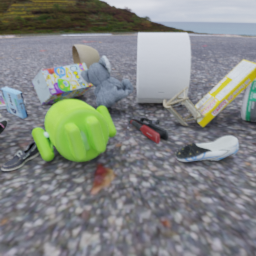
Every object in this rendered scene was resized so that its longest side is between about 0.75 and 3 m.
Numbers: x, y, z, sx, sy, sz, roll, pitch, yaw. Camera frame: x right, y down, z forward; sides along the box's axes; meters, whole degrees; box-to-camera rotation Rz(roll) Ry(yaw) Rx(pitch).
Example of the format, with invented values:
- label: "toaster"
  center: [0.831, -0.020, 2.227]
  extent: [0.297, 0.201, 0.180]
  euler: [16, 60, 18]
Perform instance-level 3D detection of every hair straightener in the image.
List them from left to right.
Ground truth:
- label: "hair straightener"
  center: [0.704, -0.036, 9.677]
  extent: [0.813, 0.432, 2.113]
  euler: [-17, 24, -28]

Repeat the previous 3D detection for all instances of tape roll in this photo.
- label: "tape roll"
  center: [1.404, -2.541, 12.067]
  extent: [2.057, 2.996, 2.996]
  euler: [2, 24, 2]

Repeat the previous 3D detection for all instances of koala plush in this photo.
- label: "koala plush"
  center: [-0.957, -1.799, 11.141]
  extent: [1.631, 1.839, 1.690]
  euler: [-26, 10, 20]

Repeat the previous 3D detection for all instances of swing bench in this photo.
- label: "swing bench"
  center: [1.944, -0.679, 9.858]
  extent: [1.060, 1.054, 0.688]
  euler: [-31, 31, 33]

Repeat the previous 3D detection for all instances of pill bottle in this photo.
- label: "pill bottle"
  center: [5.666, -0.835, 9.801]
  extent: [2.955, 1.671, 1.671]
  euler: [12, 26, 29]

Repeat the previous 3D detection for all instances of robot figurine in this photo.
- label: "robot figurine"
  center: [-1.501, 0.013, 7.958]
  extent: [2.277, 1.501, 2.595]
  euler: [-23, 24, -20]

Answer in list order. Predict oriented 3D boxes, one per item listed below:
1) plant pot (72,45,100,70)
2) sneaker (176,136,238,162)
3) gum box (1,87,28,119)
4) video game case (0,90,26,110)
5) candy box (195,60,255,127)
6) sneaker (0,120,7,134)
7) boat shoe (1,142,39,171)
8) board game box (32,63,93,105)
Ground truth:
- label: "plant pot"
  center: [-2.408, -4.008, 16.537]
  extent: [1.296, 1.930, 1.930]
  euler: [-16, 28, -20]
- label: "sneaker"
  center: [2.205, 0.703, 7.781]
  extent: [1.731, 0.627, 0.622]
  euler: [-13, 31, 3]
- label: "gum box"
  center: [-4.463, -0.994, 10.979]
  extent: [1.196, 1.016, 0.266]
  euler: [20, 37, 37]
- label: "video game case"
  center: [-5.696, -1.215, 12.502]
  extent: [1.814, 0.229, 1.991]
  euler: [-13, 28, -27]
- label: "candy box"
  center: [3.447, -1.271, 10.085]
  extent: [0.361, 2.734, 1.397]
  euler: [40, 16, -16]
- label: "sneaker"
  center: [-4.167, 0.075, 8.968]
  extent: [0.477, 0.340, 0.961]
  euler: [-13, 33, 48]
- label: "boat shoe"
  center: [-2.983, 0.765, 7.741]
  extent: [0.452, 0.390, 1.243]
  euler: [13, 27, 26]
- label: "board game box"
  center: [-2.882, -1.991, 12.573]
  extent: [2.261, 1.165, 1.186]
  euler: [-22, -3, -41]
